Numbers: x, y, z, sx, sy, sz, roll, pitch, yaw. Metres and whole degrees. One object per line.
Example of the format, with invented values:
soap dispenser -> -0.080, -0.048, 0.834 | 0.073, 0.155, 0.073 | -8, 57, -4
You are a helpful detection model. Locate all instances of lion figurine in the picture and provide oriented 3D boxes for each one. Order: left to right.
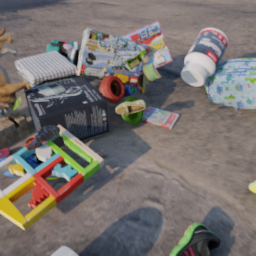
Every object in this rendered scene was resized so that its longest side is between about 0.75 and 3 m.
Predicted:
lion figurine -> -4.096, -1.630, 8.740 | 1.653, 2.699, 0.978 | -21, 16, -17

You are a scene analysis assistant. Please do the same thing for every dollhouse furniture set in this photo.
dollhouse furniture set -> 0.443, -1.713, 8.209 | 0.473, 0.942, 0.617 | -38, 14, -15

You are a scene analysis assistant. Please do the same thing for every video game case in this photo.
video game case -> 1.178, -0.397, 10.576 | 1.259, 0.110, 0.900 | 17, 41, 21

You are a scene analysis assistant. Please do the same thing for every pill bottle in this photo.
pill bottle -> 2.791, -2.577, 10.376 | 1.191, 1.191, 1.992 | 21, 70, 25

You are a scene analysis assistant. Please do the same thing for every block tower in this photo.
block tower -> -4.533, 0.378, 9.038 | 0.759, 0.812, 2.810 | 27, 46, 30

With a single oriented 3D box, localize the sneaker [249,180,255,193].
sneaker -> 3.914, 1.808, 7.422 | 1.377, 0.519, 0.526 | 18, 41, 24

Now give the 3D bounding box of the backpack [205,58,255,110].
backpack -> 4.303, -1.715, 10.834 | 2.541, 2.073, 1.954 | 28, 59, 39

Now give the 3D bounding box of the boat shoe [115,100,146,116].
boat shoe -> 0.075, -0.620, 8.785 | 0.979, 0.359, 0.307 | -17, 34, 9

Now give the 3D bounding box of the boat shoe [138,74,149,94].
boat shoe -> 0.759, -2.165, 11.808 | 0.475, 1.515, 0.555 | 1, 14, -19

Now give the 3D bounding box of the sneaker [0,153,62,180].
sneaker -> -2.939, 1.002, 8.202 | 2.064, 0.809, 0.680 | 5, 41, 5

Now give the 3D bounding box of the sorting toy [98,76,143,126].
sorting toy -> -0.318, -0.986, 9.991 | 0.841, 2.050, 1.232 | -10, 37, 45

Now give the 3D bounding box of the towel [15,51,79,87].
towel -> -3.565, -2.422, 12.432 | 2.118, 1.095, 2.558 | -23, 42, -29

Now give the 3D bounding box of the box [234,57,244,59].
box -> 5.330, -2.645, 12.947 | 1.162, 0.736, 1.206 | 17, 40, 20

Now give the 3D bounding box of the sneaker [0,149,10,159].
sneaker -> -4.147, 0.921, 8.555 | 0.437, 0.514, 1.185 | 26, 44, 29

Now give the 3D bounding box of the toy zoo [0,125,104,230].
toy zoo -> -2.365, 1.248, 7.258 | 1.957, 0.305, 2.982 | 33, 54, 28

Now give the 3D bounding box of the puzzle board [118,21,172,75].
puzzle board -> 0.490, -3.031, 11.178 | 2.231, 1.681, 0.194 | -24, 13, -2

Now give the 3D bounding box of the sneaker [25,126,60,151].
sneaker -> -2.251, 0.238, 7.493 | 1.082, 0.407, 0.424 | -26, -3, 17

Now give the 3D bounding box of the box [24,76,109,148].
box -> -2.146, -0.583, 9.708 | 2.242, 1.413, 2.281 | -19, 38, -21

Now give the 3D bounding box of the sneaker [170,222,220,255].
sneaker -> 1.327, 2.870, 5.833 | 0.874, 0.801, 2.087 | 20, 43, 30

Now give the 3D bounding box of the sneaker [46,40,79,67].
sneaker -> -3.284, -3.709, 13.994 | 1.558, 1.079, 2.581 | -2, 31, -8

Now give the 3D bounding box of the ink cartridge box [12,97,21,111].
ink cartridge box -> -4.325, -0.796, 10.111 | 0.931, 0.352, 0.688 | -41, 34, 7

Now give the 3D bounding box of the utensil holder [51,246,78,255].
utensil holder -> -1.439, 3.161, 5.112 | 1.277, 1.277, 1.502 | 28, 43, 31

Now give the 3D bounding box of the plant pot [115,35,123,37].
plant pot -> -0.553, -4.358, 14.939 | 1.153, 1.153, 1.083 | -25, 30, -29

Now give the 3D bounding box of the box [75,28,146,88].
box -> -0.616, -2.529, 10.404 | 2.421, 1.657, 0.483 | 8, 10, -29
